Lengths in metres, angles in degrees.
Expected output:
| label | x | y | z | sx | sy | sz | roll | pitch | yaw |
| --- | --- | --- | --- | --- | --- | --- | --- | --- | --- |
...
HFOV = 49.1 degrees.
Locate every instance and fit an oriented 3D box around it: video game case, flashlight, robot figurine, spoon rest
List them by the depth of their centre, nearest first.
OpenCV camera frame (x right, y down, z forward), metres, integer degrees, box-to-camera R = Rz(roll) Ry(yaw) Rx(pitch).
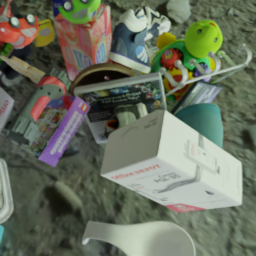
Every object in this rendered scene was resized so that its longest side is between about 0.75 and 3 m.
| label | x | y | z | sx | sy | sz | roll | pitch | yaw |
| --- | --- | --- | --- | --- | --- | --- | --- | --- | --- |
| flashlight | -1.957 | -0.488 | 6.291 | 0.685 | 0.687 | 2.023 | 0 | 48 | 19 |
| spoon rest | 0.227 | 2.841 | 6.814 | 2.812 | 0.852 | 1.397 | 11 | 58 | 8 |
| video game case | -0.089 | -0.473 | 7.962 | 2.327 | 2.116 | 0.272 | -9 | 45 | 9 |
| video game case | 2.114 | -0.866 | 8.500 | 1.680 | 1.200 | 0.159 | -3 | 47 | -49 |
| video game case | 0.803 | -1.988 | 9.989 | 1.802 | 0.410 | 1.634 | -20 | 73 | -13 |
| robot figurine | -4.564 | -2.871 | 9.993 | 2.656 | 1.657 | 1.996 | -44 | 49 | -17 |

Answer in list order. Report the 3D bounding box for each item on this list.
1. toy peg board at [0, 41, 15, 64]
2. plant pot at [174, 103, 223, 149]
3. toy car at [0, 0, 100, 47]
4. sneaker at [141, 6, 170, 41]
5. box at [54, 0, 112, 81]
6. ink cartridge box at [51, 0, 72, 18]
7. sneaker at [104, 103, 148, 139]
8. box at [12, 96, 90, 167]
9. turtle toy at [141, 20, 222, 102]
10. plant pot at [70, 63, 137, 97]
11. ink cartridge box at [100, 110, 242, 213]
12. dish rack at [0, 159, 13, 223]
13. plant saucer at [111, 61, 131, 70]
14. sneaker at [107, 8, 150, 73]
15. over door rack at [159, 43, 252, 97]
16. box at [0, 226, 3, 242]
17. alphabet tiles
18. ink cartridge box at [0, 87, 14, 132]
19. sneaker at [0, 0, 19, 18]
| label | x | y | z | sx | sy | sz | roll | pitch | yaw |
| --- | --- | --- | --- | --- | --- | --- | --- | --- | --- |
| toy peg board | -4.142 | -2.539 | 8.564 | 1.144 | 1.149 | 0.562 | 27 | 46 | -33 |
| plant pot | 2.014 | 0.195 | 7.769 | 1.342 | 1.342 | 1.261 | -5 | 63 | -3 |
| toy car | -1.930 | -2.884 | 7.649 | 2.715 | 0.643 | 2.885 | -22 | 16 | 7 |
| sneaker | 0.554 | -4.322 | 11.467 | 2.050 | 0.818 | 1.334 | -24 | 59 | -15 |
| box | -1.366 | -2.713 | 9.343 | 1.236 | 2.610 | 1.339 | 22 | 60 | 14 |
| ink cartridge box | -1.812 | -4.001 | 10.211 | 1.366 | 2.885 | 0.535 | 4 | 91 | 3 |
| sneaker | -0.278 | 0.179 | 7.629 | 0.949 | 2.392 | 0.884 | 3 | 51 | -21 |
| box | -2.231 | -0.055 | 7.756 | 2.576 | 0.504 | 1.763 | 12 | 69 | 54 |
| turtle toy | 1.708 | -1.897 | 8.502 | 2.162 | 2.967 | 1.500 | 24 | 37 | -6 |
| plant pot | -0.604 | -1.181 | 8.125 | 2.041 | 2.041 | 0.942 | -3 | 49 | -2 |
| ink cartridge box | 0.937 | 0.885 | 6.112 | 2.540 | 1.861 | 1.051 | 31 | 55 | -28 |
| dish rack | -4.563 | 1.854 | 7.494 | 2.577 | 0.561 | 2.212 | -19 | 51 | -14 |
| plant saucer | -0.288 | -2.047 | 9.720 | 1.053 | 0.193 | 1.051 | 6 | 90 | 48 |
| sneaker | 0.287 | -2.403 | 7.694 | 0.838 | 2.081 | 1.524 | 26 | 104 | 24 |
| over door rack | 1.870 | -1.391 | 8.105 | 2.073 | 2.805 | 0.934 | -18 | 77 | -13 |
| box | -3.491 | 3.004 | 7.043 | 0.422 | 0.252 | 1.025 | -3 | 56 | -1 |
| alphabet tiles | -2.580 | -1.433 | 8.157 | 2.107 | 2.155 | 0.157 | 29 | 83 | 2 |
| ink cartridge box | -4.772 | -0.810 | 7.980 | 1.141 | 2.607 | 1.895 | -4 | 54 | 23 |
| sneaker | -5.255 | -4.563 | 11.591 | 1.020 | 0.866 | 2.351 | 1 | 57 | 2 |
